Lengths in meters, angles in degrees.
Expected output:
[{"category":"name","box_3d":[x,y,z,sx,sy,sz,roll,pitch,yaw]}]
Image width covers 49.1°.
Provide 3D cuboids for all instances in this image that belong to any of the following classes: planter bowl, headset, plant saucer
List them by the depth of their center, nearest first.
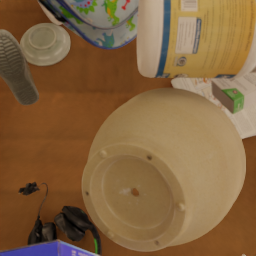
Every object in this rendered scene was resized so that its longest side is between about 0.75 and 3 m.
[{"category":"planter bowl","box_3d":[0.334,0.662,3.815,2.258,1.520,2.258,7,106,25]},{"category":"headset","box_3d":[-1.490,2.180,5.839,1.436,1.093,2.326,-29,84,-11]},{"category":"plant saucer","box_3d":[-2.368,-2.442,7.879,1.440,0.361,1.440,0,71,0]}]

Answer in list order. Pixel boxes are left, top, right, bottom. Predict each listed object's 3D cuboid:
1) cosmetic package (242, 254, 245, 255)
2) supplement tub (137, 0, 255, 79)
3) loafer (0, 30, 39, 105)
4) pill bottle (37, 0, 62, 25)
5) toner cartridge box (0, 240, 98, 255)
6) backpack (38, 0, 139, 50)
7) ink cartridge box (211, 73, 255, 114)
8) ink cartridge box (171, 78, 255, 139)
[{"category":"cosmetic package","box_3d":[1.309,1.743,3.054,0.270,0.757,0.384,-33,45,-14]},{"category":"supplement tub","box_3d":[0.988,-1.252,3.610,1.687,1.220,1.220,1,70,-3]},{"category":"loafer","box_3d":[-1.991,-1.041,4.870,0.524,1.395,0.486,-20,43,-14]},{"category":"pill bottle","box_3d":[-1.386,-4.065,7.943,2.367,1.326,1.326,-36,74,-12]},{"category":"toner cartridge box","box_3d":[-0.698,1.416,2.549,0.862,1.815,0.392,-11,60,3]},{"category":"backpack","box_3d":[-0.526,-2.733,5.123,2.225,2.431,1.787,-45,40,7]},{"category":"ink cartridge box","box_3d":[2.047,-0.736,4.963,0.902,0.379,0.658,-26,48,-4]},{"category":"ink cartridge box","box_3d":[2.807,-0.764,7.279,2.735,0.686,2.218,-23,72,7]}]
